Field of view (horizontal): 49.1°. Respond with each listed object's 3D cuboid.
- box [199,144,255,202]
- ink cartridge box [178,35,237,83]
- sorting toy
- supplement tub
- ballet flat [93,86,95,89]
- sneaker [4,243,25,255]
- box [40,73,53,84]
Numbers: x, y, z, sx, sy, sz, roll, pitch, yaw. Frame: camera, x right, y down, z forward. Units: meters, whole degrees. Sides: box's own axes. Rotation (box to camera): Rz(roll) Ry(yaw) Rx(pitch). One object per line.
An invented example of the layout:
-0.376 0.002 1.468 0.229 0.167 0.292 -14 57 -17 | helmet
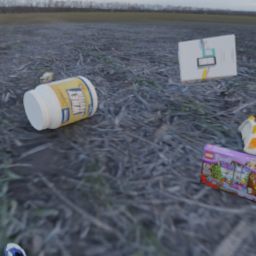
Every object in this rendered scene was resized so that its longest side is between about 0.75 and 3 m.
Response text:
2.680 1.150 7.093 1.622 1.110 0.317 15 30 29 | box
3.119 -2.704 11.331 2.087 1.524 1.531 -5 5 11 | ink cartridge box
4.591 0.355 9.356 1.408 0.836 1.564 23 29 3 | sorting toy
-2.548 -0.941 10.685 2.330 1.686 1.686 -24 35 -38 | supplement tub
-2.309 -2.108 14.502 1.349 0.425 0.463 -17 31 -31 | ballet flat
-2.127 2.415 5.364 0.832 0.367 0.313 23 35 40 | sneaker
-4.695 -2.871 16.135 0.387 0.355 1.105 2 27 4 | box
